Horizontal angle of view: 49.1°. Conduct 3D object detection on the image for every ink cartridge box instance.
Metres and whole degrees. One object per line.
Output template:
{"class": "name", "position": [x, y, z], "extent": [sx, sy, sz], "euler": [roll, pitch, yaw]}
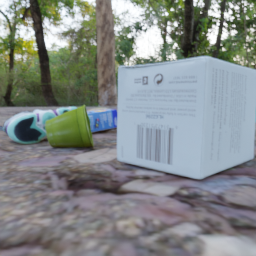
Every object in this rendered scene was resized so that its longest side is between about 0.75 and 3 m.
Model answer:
{"class": "ink cartridge box", "position": [-1.357, -0.315, 11.749], "extent": [2.086, 0.796, 1.423], "euler": [-9, 8, -31]}

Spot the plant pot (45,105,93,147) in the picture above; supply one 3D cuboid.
{"class": "plant pot", "position": [-1.714, 0.065, 8.124], "extent": [1.191, 1.236, 1.236], "euler": [-12, 7, -5]}

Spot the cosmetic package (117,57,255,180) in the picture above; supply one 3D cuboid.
{"class": "cosmetic package", "position": [1.332, -0.283, 6.166], "extent": [2.106, 2.093, 2.516], "euler": [5, 7, 42]}

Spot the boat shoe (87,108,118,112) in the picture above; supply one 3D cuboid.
{"class": "boat shoe", "position": [-1.045, -0.572, 14.661], "extent": [2.574, 0.917, 0.831], "euler": [1, 6, -1]}

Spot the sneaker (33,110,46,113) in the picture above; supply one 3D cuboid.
{"class": "sneaker", "position": [-3.489, -0.469, 13.225], "extent": [1.514, 0.990, 2.635], "euler": [6, 12, 31]}

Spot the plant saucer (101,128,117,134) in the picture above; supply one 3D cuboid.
{"class": "plant saucer", "position": [-0.671, 0.103, 11.854], "extent": [0.978, 0.168, 0.978], "euler": [-1, 6, 0]}

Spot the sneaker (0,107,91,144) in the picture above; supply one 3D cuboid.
{"class": "sneaker", "position": [-2.971, -0.190, 9.906], "extent": [2.937, 1.142, 2.055], "euler": [-5, 8, -41]}
